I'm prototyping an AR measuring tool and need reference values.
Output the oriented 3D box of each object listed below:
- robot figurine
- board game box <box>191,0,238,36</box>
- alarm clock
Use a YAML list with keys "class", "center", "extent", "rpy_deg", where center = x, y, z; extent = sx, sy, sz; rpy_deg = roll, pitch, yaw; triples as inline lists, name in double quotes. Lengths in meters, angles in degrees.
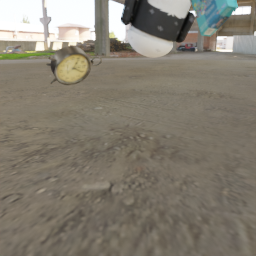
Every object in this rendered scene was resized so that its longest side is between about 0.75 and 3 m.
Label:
- class: "robot figurine"
  center: [1.022, -3.740, 9.314]
  extent: [2.049, 2.727, 1.702]
  rpy_deg: [28, 26, 13]
- class: "board game box"
  center: [2.617, -4.016, 8.782]
  extent: [0.408, 1.739, 1.313]
  rpy_deg: [-1, -20, -24]
- class: "alarm clock"
  center: [-1.364, -1.661, 7.329]
  extent: [1.459, 0.984, 0.486]
  rpy_deg: [-15, 53, -24]
